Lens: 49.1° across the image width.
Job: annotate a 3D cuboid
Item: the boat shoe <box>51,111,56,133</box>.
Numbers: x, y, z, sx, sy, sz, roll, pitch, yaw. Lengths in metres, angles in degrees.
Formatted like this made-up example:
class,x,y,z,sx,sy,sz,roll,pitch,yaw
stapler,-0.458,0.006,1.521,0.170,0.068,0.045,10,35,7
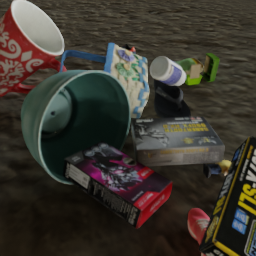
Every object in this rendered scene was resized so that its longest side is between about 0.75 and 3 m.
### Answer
class,x,y,z,sx,sy,sz,roll,pitch,yaw
boat shoe,-2.088,-0.298,8.474,0.474,0.589,1.271,17,39,35

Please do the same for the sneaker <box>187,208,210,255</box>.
class,x,y,z,sx,sy,sz,roll,pitch,yaw
sneaker,1.540,2.028,5.317,0.528,0.621,1.431,-5,36,-7

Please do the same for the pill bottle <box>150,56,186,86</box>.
class,x,y,z,sx,sy,sz,roll,pitch,yaw
pill bottle,1.337,-1.781,9.071,1.228,0.735,0.735,13,18,-49

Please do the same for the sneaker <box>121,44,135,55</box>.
class,x,y,z,sx,sy,sz,roll,pitch,yaw
sneaker,-0.260,-3.708,13.221,1.286,0.543,0.482,11,38,15

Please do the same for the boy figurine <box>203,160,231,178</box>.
class,x,y,z,sx,sy,sz,roll,pitch,yaw
boy figurine,2.394,1.002,6.972,1.011,0.326,0.629,-3,18,-9

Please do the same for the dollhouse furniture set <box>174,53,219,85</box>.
class,x,y,z,sx,sy,sz,roll,pitch,yaw
dollhouse furniture set,2.580,-2.668,11.426,1.275,0.976,1.946,-10,37,-13

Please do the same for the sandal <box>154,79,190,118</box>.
class,x,y,z,sx,sy,sz,roll,pitch,yaw
sandal,1.371,-1.159,9.551,1.093,0.616,2.875,0,39,-8

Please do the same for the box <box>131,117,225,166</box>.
class,x,y,z,sx,sy,sz,roll,pitch,yaw
box,1.210,0.310,7.528,2.168,0.524,1.717,-3,27,-2

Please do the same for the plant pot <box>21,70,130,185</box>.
class,x,y,z,sx,sy,sz,roll,pitch,yaw
plant pot,-1.473,-0.208,6.838,1.773,2.647,2.647,21,41,38

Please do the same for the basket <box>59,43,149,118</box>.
class,x,y,z,sx,sy,sz,roll,pitch,yaw
basket,-0.809,-1.538,8.890,2.836,1.973,2.501,4,49,-5

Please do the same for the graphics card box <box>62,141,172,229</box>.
class,x,y,z,sx,sy,sz,roll,pitch,yaw
graphics card box,-0.246,1.139,6.251,2.130,0.542,1.336,27,31,27

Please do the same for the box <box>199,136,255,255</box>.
class,x,y,z,sx,sy,sz,roll,pitch,yaw
box,2.603,1.574,4.900,2.008,0.620,2.514,31,51,10

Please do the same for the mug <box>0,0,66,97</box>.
class,x,y,z,sx,sy,sz,roll,pitch,yaw
mug,-3.732,-2.158,9.292,2.995,2.658,1.998,-30,-2,25
